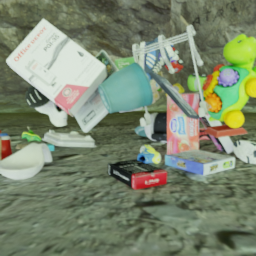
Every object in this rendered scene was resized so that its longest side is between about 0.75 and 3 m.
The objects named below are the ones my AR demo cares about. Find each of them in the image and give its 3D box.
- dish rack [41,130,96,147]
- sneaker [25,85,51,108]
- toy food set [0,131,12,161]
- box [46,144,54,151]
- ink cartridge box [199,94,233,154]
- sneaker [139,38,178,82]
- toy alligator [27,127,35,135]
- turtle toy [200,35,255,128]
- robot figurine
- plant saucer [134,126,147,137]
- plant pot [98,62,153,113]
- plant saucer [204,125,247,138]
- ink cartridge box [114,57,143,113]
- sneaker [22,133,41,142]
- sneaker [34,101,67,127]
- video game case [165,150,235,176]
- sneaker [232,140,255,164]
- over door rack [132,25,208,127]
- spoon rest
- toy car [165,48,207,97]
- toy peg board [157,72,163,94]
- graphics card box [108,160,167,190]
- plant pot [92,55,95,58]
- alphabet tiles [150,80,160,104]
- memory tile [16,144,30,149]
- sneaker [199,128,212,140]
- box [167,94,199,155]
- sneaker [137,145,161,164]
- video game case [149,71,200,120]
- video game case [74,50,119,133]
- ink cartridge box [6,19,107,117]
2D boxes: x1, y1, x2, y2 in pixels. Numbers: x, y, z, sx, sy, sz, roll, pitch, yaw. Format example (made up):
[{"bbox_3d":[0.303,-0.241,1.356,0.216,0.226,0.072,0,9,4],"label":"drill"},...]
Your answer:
[{"bbox_3d":[-3.011,0.535,14.274,2.212,0.561,2.577,5,4,-34],"label":"dish rack"},{"bbox_3d":[-2.678,-1.473,10.212,2.392,0.884,0.949,-33,-3,8],"label":"sneaker"},{"bbox_3d":[-4.897,0.804,10.007,1.223,1.153,2.562,0,6,5],"label":"toy food set"},{"bbox_3d":[-3.986,0.931,13.009,1.025,0.252,0.422,-2,6,-17],"label":"box"},{"bbox_3d":[3.749,-0.230,12.677,0.535,2.885,1.366,-30,6,2],"label":"ink cartridge box"},{"bbox_3d":[1.228,-2.516,11.046,1.524,2.081,0.838,-1,-16,7],"label":"sneaker"},{"bbox_3d":[-5.574,0.373,16.049,0.337,1.241,0.368,-39,58,-12],"label":"toy alligator"},{"bbox_3d":[3.372,-1.509,9.223,1.500,2.967,2.162,25,20,-3],"label":"turtle toy"},{"bbox_3d":[2.192,0.017,15.213,2.656,1.657,1.996,4,-11,30],"label":"robot figurine"},{"bbox_3d":[1.303,0.186,17.088,1.810,0.248,1.810,-3,-20,-1],"label":"plant saucer"},{"bbox_3d":[-0.140,-1.053,8.195,1.261,1.342,1.342,-24,12,-13],"label":"plant pot"},{"bbox_3d":[3.214,0.072,9.312,1.051,0.193,1.053,-8,11,-5],"label":"plant saucer"},{"bbox_3d":[-0.033,-2.156,14.616,1.141,2.607,1.895,-10,2,-6],"label":"ink cartridge box"},{"bbox_3d":[-5.424,0.598,15.718,1.070,0.447,0.396,15,-26,-8],"label":"sneaker"},{"bbox_3d":[-3.125,-0.874,11.351,1.917,0.835,0.714,36,34,14],"label":"sneaker"},{"bbox_3d":[2.504,1.185,9.926,1.634,0.410,1.802,-4,8,-34],"label":"video game case"},{"bbox_3d":[5.160,0.914,10.628,1.334,0.818,2.050,-3,7,-38],"label":"sneaker"},{"bbox_3d":[1.288,-1.514,8.810,2.073,2.805,0.934,-11,-9,29],"label":"over door rack"},{"bbox_3d":[-3.294,1.037,9.370,1.397,0.852,2.812,0,5,2],"label":"spoon rest"},{"bbox_3d":[2.595,-2.164,12.907,0.643,2.885,2.715,-19,25,-29],"label":"toy car"},{"bbox_3d":[1.333,-2.466,15.582,0.562,1.149,1.144,-4,0,-40],"label":"toy peg board"},{"bbox_3d":[0.221,1.347,8.362,1.075,0.436,1.714,-4,9,-31],"label":"graphics card box"},{"bbox_3d":[-1.159,-2.064,11.696,0.942,2.041,2.041,-19,15,-28],"label":"plant pot"},{"bbox_3d":[1.017,-2.334,14.127,0.157,2.155,2.107,-10,18,35],"label":"alphabet tiles"},{"bbox_3d":[-5.126,0.922,13.897,0.778,0.085,1.016,-2,6,-16],"label":"memory tile"},{"bbox_3d":[4.346,0.262,16.348,2.351,0.866,1.020,-1,5,-9],"label":"sneaker"},{"bbox_3d":[2.343,-0.144,11.942,1.339,2.610,1.236,2,6,15],"label":"box"},{"bbox_3d":[0.623,1.013,10.849,0.784,0.565,1.493,-3,8,-22],"label":"sneaker"},{"bbox_3d":[1.366,-0.916,8.111,1.680,0.159,1.200,51,19,18],"label":"video game case"},{"bbox_3d":[-1.211,-1.342,10.154,2.327,2.116,0.272,-42,-29,15],"label":"video game case"},{"bbox_3d":[-2.239,-1.885,8.982,2.540,1.861,1.051,38,-8,3],"label":"ink cartridge box"}]
